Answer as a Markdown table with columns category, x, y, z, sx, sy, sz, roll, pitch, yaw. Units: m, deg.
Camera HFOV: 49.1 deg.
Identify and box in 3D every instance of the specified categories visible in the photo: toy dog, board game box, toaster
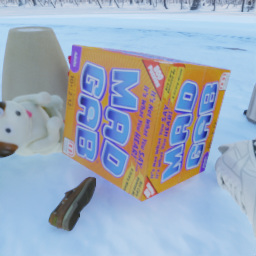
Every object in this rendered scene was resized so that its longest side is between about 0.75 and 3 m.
| category | x | y | z | sx | sy | sz | roll | pitch | yaw |
| --- | --- | --- | --- | --- | --- | --- | --- | --- | --- |
| toy dog | -2.381 | -0.050 | 6.177 | 2.029 | 1.460 | 2.093 | -15 | -6 | 8 |
| board game box | 0.331 | -0.327 | 5.923 | 2.342 | 2.340 | 2.340 | 23 | 22 | 38 |
| toaster | 4.444 | -0.685 | 8.303 | 1.145 | 1.301 | 2.014 | -14 | 30 | -27 |

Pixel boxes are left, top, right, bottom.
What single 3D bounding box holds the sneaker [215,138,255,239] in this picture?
| category | x | y | z | sx | sy | sz | roll | pitch | yaw |
| --- | --- | --- | --- | --- | --- | --- | --- | --- | --- |
| sneaker | 2.272 | 1.063 | 5.306 | 1.202 | 1.114 | 2.966 | -2 | 20 | 19 |

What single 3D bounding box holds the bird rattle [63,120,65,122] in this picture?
| category | x | y | z | sx | sy | sz | roll | pitch | yaw |
| --- | --- | --- | --- | --- | --- | --- | --- | --- | --- |
| bird rattle | -1.222 | -0.083 | 7.549 | 0.998 | 0.690 | 1.225 | -8 | -14 | -22 |

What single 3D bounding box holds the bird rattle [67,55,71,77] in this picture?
| category | x | y | z | sx | sy | sz | roll | pitch | yaw |
| --- | --- | --- | --- | --- | --- | --- | --- | --- | --- |
| bird rattle | -1.088 | -1.330 | 8.832 | 1.246 | 1.803 | 2.212 | -3 | 8 | 4 |

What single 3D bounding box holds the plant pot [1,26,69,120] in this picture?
| category | x | y | z | sx | sy | sz | roll | pitch | yaw |
| --- | --- | --- | --- | --- | --- | --- | --- | --- | --- |
| plant pot | -2.878 | -1.742 | 8.858 | 2.495 | 2.664 | 2.495 | 1 | 27 | 0 |

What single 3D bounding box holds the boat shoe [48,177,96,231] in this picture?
| category | x | y | z | sx | sy | sz | roll | pitch | yaw |
| --- | --- | --- | --- | --- | --- | --- | --- | --- | --- |
| boat shoe | -1.015 | 1.318 | 5.255 | 0.440 | 0.466 | 1.295 | 9 | 28 | 16 |
